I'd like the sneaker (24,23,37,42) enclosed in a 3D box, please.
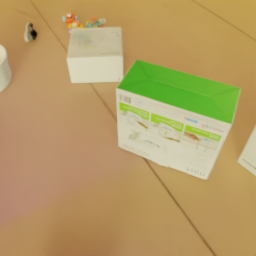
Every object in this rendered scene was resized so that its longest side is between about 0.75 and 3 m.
[{"bbox_3d":[-4.006,-3.980,11.656,0.479,0.404,1.095,-2,53,-3],"label":"sneaker"}]

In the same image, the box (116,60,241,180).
[{"bbox_3d":[1.117,-0.137,7.106,2.630,2.321,1.272,19,53,16],"label":"box"}]

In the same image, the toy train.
[{"bbox_3d":[-1.966,-4.675,12.143,1.940,0.540,1.457,2,50,2],"label":"toy train"}]

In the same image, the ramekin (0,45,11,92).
[{"bbox_3d":[-5.056,-1.937,9.493,2.098,1.023,2.098,0,50,0],"label":"ramekin"}]

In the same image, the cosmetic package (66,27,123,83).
[{"bbox_3d":[-1.120,-2.620,10.007,1.845,1.138,1.851,-2,51,-2],"label":"cosmetic package"}]

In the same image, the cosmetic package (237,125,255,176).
[{"bbox_3d":[3.891,0.277,7.203,1.631,1.636,1.006,-32,57,-25],"label":"cosmetic package"}]
